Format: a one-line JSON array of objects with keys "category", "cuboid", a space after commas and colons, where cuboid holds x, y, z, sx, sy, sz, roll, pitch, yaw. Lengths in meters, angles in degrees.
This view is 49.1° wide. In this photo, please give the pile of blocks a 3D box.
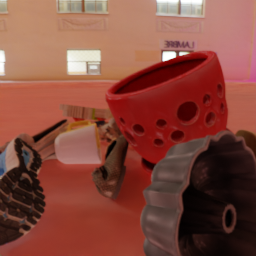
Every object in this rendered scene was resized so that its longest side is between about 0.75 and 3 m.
[{"category": "pile of blocks", "cuboid": [-1.868, -0.551, 12.169, 2.240, 0.696, 0.920, 7, 0, -2]}]

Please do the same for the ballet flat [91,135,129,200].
[{"category": "ballet flat", "cuboid": [-0.373, 0.688, 5.967, 0.582, 0.845, 2.509, 19, 17, -4]}]

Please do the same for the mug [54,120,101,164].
[{"category": "mug", "cuboid": [-1.237, 0.428, 7.015, 1.023, 0.998, 1.246, -9, 13, -1]}]

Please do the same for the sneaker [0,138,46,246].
[{"category": "sneaker", "cuboid": [-1.921, 1.061, 4.461, 0.951, 0.829, 2.115, -40, 27, 8]}]

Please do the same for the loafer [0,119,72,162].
[{"category": "loafer", "cuboid": [-2.401, 0.438, 6.808, 1.062, 0.929, 2.955, 6, 14, 26]}]

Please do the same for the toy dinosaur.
[{"category": "toy dinosaur", "cuboid": [-0.003, 0.183, 8.164, 2.477, 1.063, 1.679, 24, -19, 19]}]

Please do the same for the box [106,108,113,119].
[{"category": "box", "cuboid": [-0.594, -0.685, 13.608, 2.109, 0.224, 1.724, 9, 16, 34]}]

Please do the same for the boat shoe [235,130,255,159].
[{"category": "boat shoe", "cuboid": [3.211, 0.681, 6.184, 0.871, 0.873, 2.420, 8, 12, -13]}]

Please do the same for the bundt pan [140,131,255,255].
[{"category": "bundt pan", "cuboid": [0.797, 0.915, 3.035, 1.783, 1.783, 0.669, -12, 6, -42]}]

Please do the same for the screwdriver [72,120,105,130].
[{"category": "screwdriver", "cuboid": [-1.525, -0.053, 10.708, 0.273, 0.262, 1.880, -30, -8, 39]}]

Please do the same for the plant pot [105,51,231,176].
[{"category": "plant pot", "cuboid": [0.945, -0.210, 5.968, 2.373, 2.161, 2.373, -18, 19, 7]}]
